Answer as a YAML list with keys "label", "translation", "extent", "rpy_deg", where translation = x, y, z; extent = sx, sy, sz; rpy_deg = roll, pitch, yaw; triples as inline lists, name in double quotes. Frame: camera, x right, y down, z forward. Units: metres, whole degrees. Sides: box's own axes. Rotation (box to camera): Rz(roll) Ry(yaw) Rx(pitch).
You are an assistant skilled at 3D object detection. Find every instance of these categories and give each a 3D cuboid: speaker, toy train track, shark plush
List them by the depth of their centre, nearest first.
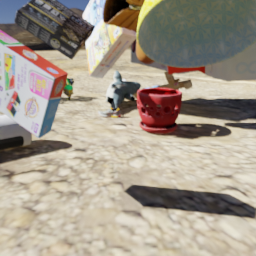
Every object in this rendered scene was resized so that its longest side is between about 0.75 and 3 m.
- label: "speaker"
  translation: [-3.391, 0.195, 6.473]
  extent: [2.075, 0.843, 0.843]
  rpy_deg: [-12, 22, -32]
- label: "shark plush"
  translation: [-0.207, -1.358, 10.708]
  extent: [1.148, 1.252, 2.755]
  rpy_deg: [16, 19, 3]
- label: "toy train track"
  translation: [1.295, -1.489, 11.406]
  extent: [2.589, 1.485, 0.421]
  rpy_deg: [-7, 44, 27]

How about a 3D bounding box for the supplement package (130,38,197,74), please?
- label: "supplement package"
  translation: [1.602, -2.911, 9.967]
  extent: [1.984, 1.413, 2.548]
  rpy_deg: [-15, 27, -34]

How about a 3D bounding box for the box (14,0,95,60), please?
- label: "box"
  translation: [-1.821, -2.661, 7.208]
  extent: [1.643, 0.403, 1.324]
  rpy_deg: [31, 46, -11]

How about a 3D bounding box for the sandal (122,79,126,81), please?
- label: "sandal"
  translation: [-0.282, -1.921, 13.236]
  extent: [0.465, 0.770, 1.893]
  rpy_deg: [38, 9, -17]

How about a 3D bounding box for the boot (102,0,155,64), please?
- label: "boot"
  translation: [0.273, -2.553, 6.797]
  extent: [2.061, 2.654, 1.018]
  rpy_deg: [-27, 68, -39]

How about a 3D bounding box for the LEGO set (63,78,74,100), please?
- label: "LEGO set"
  translation: [-3.187, -1.521, 11.851]
  extent: [1.804, 1.045, 1.387]
  rpy_deg: [-14, 52, -27]

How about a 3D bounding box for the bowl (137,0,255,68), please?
- label: "bowl"
  translation: [1.144, -1.987, 4.612]
  extent: [2.038, 1.097, 2.038]
  rpy_deg: [0, -20, 0]

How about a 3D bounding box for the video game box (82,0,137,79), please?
- label: "video game box"
  translation: [-0.758, -3.579, 9.694]
  extent: [0.659, 2.815, 2.564]
  rpy_deg: [2, -23, -28]

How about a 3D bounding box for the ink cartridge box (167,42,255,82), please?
- label: "ink cartridge box"
  translation: [1.904, -1.806, 6.105]
  extent: [2.247, 1.798, 0.531]
  rpy_deg: [-3, 50, 13]

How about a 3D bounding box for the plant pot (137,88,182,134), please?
- label: "plant pot"
  translation: [0.889, -0.505, 8.050]
  extent: [1.262, 1.149, 1.262]
  rpy_deg: [0, 19, 0]

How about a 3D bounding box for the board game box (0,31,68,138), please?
- label: "board game box"
  translation: [-1.684, -0.677, 4.178]
  extent: [1.452, 1.111, 0.293]
  rpy_deg: [33, 33, 9]

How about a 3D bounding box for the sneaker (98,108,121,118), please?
- label: "sneaker"
  translation: [-0.630, -0.534, 9.429]
  extent: [0.787, 0.323, 0.306]
  rpy_deg: [2, 19, 9]
